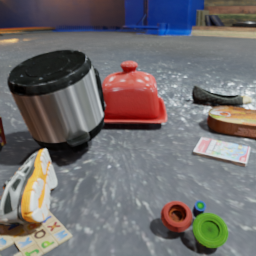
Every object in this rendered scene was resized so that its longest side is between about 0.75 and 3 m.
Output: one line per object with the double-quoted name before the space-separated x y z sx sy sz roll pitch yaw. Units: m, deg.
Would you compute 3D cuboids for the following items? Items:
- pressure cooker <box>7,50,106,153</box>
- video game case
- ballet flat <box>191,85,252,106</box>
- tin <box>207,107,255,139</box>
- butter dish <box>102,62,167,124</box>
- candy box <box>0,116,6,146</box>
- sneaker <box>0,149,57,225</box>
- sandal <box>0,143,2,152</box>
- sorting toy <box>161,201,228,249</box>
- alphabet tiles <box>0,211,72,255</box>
"pressure cooker" -1.989 -0.667 8.423 2.471 2.766 2.433 4 38 20
"video game case" 2.879 0.703 8.602 1.519 0.133 1.086 12 27 24
"ballet flat" 4.074 -1.398 12.344 2.596 0.738 0.863 10 16 22
"tin" 4.327 -0.181 10.054 2.922 0.612 1.636 10 22 20
"butter dish" 0.035 -1.502 10.972 2.925 2.168 2.933 2 24 2
"candy box" -4.809 0.016 9.094 1.664 0.971 0.470 10 26 19
"sneaker" -2.282 1.251 6.383 0.990 1.003 2.563 -16 17 0
"sandal" -4.346 0.803 7.103 1.048 0.629 2.790 47 34 -4
"sorting toy" 1.305 1.909 5.604 1.313 0.539 0.789 23 56 20
"alphabet tiles" -2.287 2.072 5.684 1.542 0.070 1.845 -21 32 -38
